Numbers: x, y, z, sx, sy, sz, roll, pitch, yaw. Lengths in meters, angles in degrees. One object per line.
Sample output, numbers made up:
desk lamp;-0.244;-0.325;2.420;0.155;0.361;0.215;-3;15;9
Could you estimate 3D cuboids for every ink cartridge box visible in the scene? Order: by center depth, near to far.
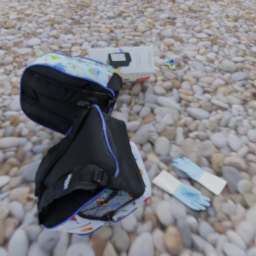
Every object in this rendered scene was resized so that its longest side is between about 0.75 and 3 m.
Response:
ink cartridge box;-0.319;-2.521;11.409;2.501;1.036;1.823;-4;1;-3

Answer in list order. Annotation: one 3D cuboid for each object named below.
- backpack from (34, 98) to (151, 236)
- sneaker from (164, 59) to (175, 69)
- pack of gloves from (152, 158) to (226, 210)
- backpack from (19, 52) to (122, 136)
backpack;-1.014;1.237;7.066;2.820;2.281;2.961;-37;39;18
sneaker;1.962;-3.087;13.078;0.289;0.401;0.763;-21;49;-22
pack of gloves;1.847;1.540;8.331;1.743;0.344;1.464;30;51;27
backpack;-1.846;-1.055;9.049;2.859;2.617;2.101;20;36;-5
